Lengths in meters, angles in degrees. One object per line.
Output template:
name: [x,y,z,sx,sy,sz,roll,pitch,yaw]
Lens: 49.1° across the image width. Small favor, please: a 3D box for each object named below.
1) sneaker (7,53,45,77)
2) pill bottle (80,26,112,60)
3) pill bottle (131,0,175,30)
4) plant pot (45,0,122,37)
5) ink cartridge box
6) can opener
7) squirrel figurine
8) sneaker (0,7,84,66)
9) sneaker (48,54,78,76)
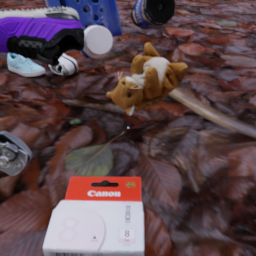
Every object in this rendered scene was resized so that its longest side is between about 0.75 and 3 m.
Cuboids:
sneaker: [-4.664,-2.873,12.535,2.101,0.861,0.776,15,39,21]
pill bottle: [-0.959,-2.491,8.241,0.911,0.911,1.574,-9,13,-13]
pill bottle: [0.659,-3.470,8.373,0.949,0.949,1.696,-10,14,-14]
plant pot: [-1.660,-4.119,9.567,2.140,2.380,2.381,-18,22,-8]
ink cartridge box: [-0.625,1.788,6.242,1.923,0.675,2.366,1,40,1]
can opener: [-2.888,0.143,5.338,2.177,0.581,0.728,34,14,-12]
squirrel figurine: [0.306,-0.842,6.428,1.174,1.660,1.549,41,66,17]
sneaker: [-2.238,-2.049,6.686,2.611,0.908,1.299,-19,75,-18]
sneaker: [-3.280,-2.960,12.770,2.203,0.841,0.887,26,52,34]
